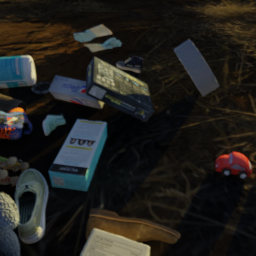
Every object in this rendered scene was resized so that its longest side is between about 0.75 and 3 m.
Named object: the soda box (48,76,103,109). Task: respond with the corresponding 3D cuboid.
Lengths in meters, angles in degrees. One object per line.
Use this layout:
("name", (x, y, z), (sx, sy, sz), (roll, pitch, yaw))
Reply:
("soda box", (-2.263, -1.613, 12.647), (2.489, 0.789, 0.850), (13, 69, 18))

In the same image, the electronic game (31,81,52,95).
("electronic game", (-4.204, -1.975, 13.848), (1.127, 0.234, 1.127), (1, 39, -1))

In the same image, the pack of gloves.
("pack of gloves", (-1.749, -4.771, 15.676), (2.447, 0.483, 2.055), (-1, -15, 36))

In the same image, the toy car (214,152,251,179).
("toy car", (4.657, 1.180, 9.172), (2.655, 0.629, 2.821), (-29, 45, -33))

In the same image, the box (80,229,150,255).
("box", (-0.638, 3.635, 5.342), (1.414, 1.158, 2.979), (12, 38, 16))

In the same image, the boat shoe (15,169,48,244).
("boat shoe", (-2.750, 1.970, 7.948), (0.918, 0.791, 2.550), (-11, 37, -15))

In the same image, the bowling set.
("bowling set", (-3.876, 1.306, 8.573), (0.954, 1.236, 1.777), (5, 40, 5))

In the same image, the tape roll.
("tape roll", (3.129, -2.742, 12.912), (0.852, 2.578, 2.578), (-32, 34, 15))

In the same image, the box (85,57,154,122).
("box", (-0.371, -1.650, 11.831), (2.841, 0.725, 2.241), (24, 33, -23))

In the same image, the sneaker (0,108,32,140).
("sneaker", (-4.325, -0.014, 10.011), (1.027, 0.986, 2.618), (44, 24, 3))

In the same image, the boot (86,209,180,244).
("boot", (0.088, 2.740, 7.097), (2.390, 0.880, 0.902), (7, 59, 11))

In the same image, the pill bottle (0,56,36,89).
("pill bottle", (-6.061, -2.723, 13.813), (2.688, 1.489, 1.489), (-6, 37, -10))

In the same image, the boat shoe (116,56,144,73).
("boat shoe", (0.114, -3.679, 15.707), (1.736, 0.805, 0.648), (18, 40, 22))

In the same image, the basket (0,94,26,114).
("basket", (-5.102, -0.879, 11.790), (1.360, 0.925, 1.226), (14, 14, 12))

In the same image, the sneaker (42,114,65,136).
("sneaker", (-2.913, -0.166, 11.106), (0.766, 0.478, 1.299), (-6, 31, 1))

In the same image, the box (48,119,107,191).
("box", (-1.591, 0.813, 9.591), (1.171, 0.699, 2.845), (6, 37, 7))

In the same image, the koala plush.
("koala plush", (-2.896, 3.088, 5.796), (2.178, 2.257, 2.456), (-28, 65, -26))
